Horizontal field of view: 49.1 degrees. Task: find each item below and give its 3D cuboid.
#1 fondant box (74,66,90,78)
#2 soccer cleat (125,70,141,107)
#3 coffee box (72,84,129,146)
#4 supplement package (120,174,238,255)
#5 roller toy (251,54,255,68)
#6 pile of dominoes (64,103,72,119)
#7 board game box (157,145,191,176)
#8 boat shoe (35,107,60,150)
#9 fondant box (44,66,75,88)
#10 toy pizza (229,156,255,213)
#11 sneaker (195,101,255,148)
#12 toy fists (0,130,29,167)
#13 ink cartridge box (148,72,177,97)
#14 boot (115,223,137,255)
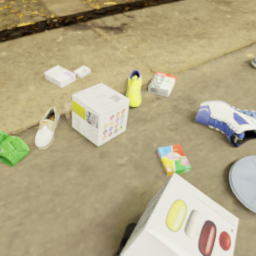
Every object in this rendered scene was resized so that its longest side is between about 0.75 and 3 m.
[{"bbox_3d":[-2.578,-3.151,15.762,0.557,0.225,0.772,29,52,27],"label":"fondant box"},{"bbox_3d":[0.276,-1.997,13.982,0.784,1.015,2.426,2,44,3],"label":"soccer cleat"},{"bbox_3d":[-1.195,-0.593,11.873,1.713,1.694,1.710,33,43,28],"label":"coffee box"},{"bbox_3d":[1.372,2.925,7.386,2.207,1.697,2.308,35,36,7],"label":"supplement package"},{"bbox_3d":[7.679,-3.832,16.087,0.985,0.755,1.080,35,48,19],"label":"roller toy"},{"bbox_3d":[-2.558,-0.910,13.452,0.929,0.190,1.191,-10,45,-10],"label":"pile of dominoes"},{"bbox_3d":[1.808,1.267,11.133,0.964,0.254,1.260,-10,45,-10],"label":"board game box"},{"bbox_3d":[-3.542,-0.039,12.145,0.800,0.732,2.142,3,44,3],"label":"boat shoe"},{"bbox_3d":[-3.722,-2.808,15.274,1.396,0.406,1.007,31,51,27],"label":"fondant box"},{"bbox_3d":[4.994,2.123,10.124,2.665,0.422,2.665,0,45,0],"label":"toy pizza"},{"bbox_3d":[4.307,-0.120,11.931,2.862,1.156,1.653,13,43,11],"label":"sneaker"},{"bbox_3d":[-5.054,0.710,11.372,2.182,0.750,1.112,18,46,19],"label":"toy fists"},{"bbox_3d":[1.899,-2.486,14.857,1.076,0.497,1.976,16,47,16],"label":"ink cartridge box"},{"bbox_3d":[0.641,3.828,8.034,2.241,0.843,1.676,21,46,19],"label":"boot"}]
